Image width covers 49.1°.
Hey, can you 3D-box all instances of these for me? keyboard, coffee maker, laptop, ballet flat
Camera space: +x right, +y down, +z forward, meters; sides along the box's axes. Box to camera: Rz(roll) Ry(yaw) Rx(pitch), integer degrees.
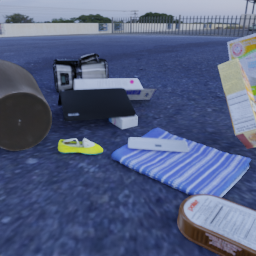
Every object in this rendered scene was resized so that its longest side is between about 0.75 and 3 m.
[{"bbox_3d":[0.740,0.419,6.948,1.483,0.079,0.417,4,39,0],"label":"keyboard"},{"bbox_3d":[-2.202,-2.381,12.874,2.362,1.591,2.268,-4,-1,-12],"label":"coffee maker"},{"bbox_3d":[-1.184,-0.647,9.530,2.200,1.282,2.483,-4,-10,-17],"label":"laptop"},{"bbox_3d":[-1.203,0.447,7.042,1.148,0.385,0.384,1,22,3],"label":"ballet flat"}]

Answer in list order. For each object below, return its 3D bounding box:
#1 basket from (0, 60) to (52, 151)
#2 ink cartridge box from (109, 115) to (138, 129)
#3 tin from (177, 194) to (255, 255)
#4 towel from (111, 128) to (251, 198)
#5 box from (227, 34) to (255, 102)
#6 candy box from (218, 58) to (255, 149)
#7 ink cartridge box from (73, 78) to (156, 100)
[{"bbox_3d":[-3.405,-0.686,7.906,2.551,1.924,2.829,8,18,-37],"label":"basket"},{"bbox_3d":[-0.161,-0.291,8.891,0.596,0.349,0.825,-14,26,-31],"label":"ink cartridge box"},{"bbox_3d":[1.640,1.569,4.388,1.782,0.373,0.998,16,23,34],"label":"tin"},{"bbox_3d":[1.181,0.700,6.518,2.699,0.322,1.954,19,29,38],"label":"towel"},{"bbox_3d":[4.833,-2.271,10.643,1.226,2.418,1.360,-16,10,-33],"label":"box"},{"bbox_3d":[2.911,-0.608,7.146,0.560,2.024,1.168,-20,-30,29],"label":"candy box"},{"bbox_3d":[-0.507,-1.437,10.703,2.980,0.553,1.411,0,-9,-4],"label":"ink cartridge box"}]
